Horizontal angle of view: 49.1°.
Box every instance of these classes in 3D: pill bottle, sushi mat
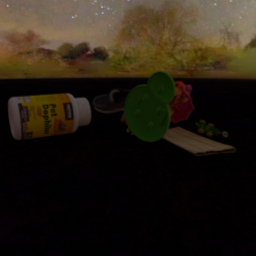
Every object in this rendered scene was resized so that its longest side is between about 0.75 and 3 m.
[{"bbox_3d":[-2.514,-0.410,9.099,2.433,1.329,1.329,-9,16,-28],"label":"pill bottle"},{"bbox_3d":[1.794,0.347,8.632,1.347,0.170,2.816,-5,14,-22],"label":"sushi mat"}]

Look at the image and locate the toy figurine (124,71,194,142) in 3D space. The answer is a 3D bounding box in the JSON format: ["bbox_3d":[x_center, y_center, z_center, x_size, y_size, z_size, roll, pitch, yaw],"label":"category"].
[{"bbox_3d":[1.341,-0.857,9.000,2.148,2.334,1.752,-18,55,-44],"label":"toy figurine"}]

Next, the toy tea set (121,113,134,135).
[{"bbox_3d":[0.613,-0.672,9.844,2.085,0.772,1.240,-37,15,-4],"label":"toy tea set"}]

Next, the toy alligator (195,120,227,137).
[{"bbox_3d":[2.618,0.098,8.974,1.162,0.385,0.279,22,-23,-10],"label":"toy alligator"}]

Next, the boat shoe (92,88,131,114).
[{"bbox_3d":[-0.391,-0.992,9.722,2.333,0.756,0.839,8,60,38],"label":"boat shoe"}]
